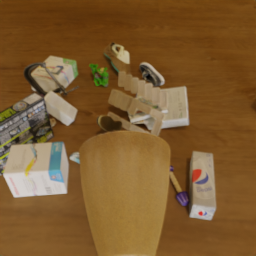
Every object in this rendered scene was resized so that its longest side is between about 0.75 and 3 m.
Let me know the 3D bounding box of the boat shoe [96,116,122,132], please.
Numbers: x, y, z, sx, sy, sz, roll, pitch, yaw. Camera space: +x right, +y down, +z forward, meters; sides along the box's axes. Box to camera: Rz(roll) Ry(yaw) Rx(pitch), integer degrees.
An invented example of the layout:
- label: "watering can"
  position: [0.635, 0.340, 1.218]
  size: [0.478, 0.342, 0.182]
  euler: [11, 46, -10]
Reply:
- label: "boat shoe"
  position: [-0.801, -0.129, 10.762]
  size: [0.526, 1.624, 0.594]
  euler: [5, 82, 27]

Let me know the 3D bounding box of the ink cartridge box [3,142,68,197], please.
- label: "ink cartridge box"
  position: [-2.910, 1.352, 9.116]
  size: [1.703, 1.249, 1.244]
  euler: [-3, 44, -5]

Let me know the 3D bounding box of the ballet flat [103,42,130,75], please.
- label: "ballet flat"
  position: [-0.467, -3.718, 14.603]
  size: [0.933, 0.995, 2.750]
  euler: [14, 31, -35]

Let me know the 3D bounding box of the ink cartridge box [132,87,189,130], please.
- label: "ink cartridge box"
  position: [1.390, -0.845, 11.920]
  size: [2.244, 0.486, 2.203]
  euler: [-7, 42, 15]

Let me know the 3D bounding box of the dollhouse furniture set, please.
- label: "dollhouse furniture set"
  position: [-3.520, -0.667, 12.103]
  size: [1.217, 1.359, 1.715]
  euler: [-29, 7, 28]

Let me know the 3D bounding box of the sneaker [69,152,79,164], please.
- label: "sneaker"
  position: [-1.710, 1.122, 9.985]
  size: [0.853, 0.331, 0.368]
  euler: [7, 29, 8]

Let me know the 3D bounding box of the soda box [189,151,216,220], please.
- label: "soda box"
  position: [2.368, 1.794, 9.031]
  size: [0.685, 0.737, 2.159]
  euler: [7, 44, 7]

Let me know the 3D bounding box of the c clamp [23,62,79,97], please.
- label: "c clamp"
  position: [-3.484, -2.107, 12.354]
  size: [1.745, 2.043, 0.277]
  euler: [-31, 29, 21]

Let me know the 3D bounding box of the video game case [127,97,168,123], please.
- label: "video game case"
  position: [0.718, -0.891, 11.714]
  size: [1.550, 0.184, 1.411]
  euler: [-16, 40, 0]

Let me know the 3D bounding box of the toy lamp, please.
- label: "toy lamp"
  position: [1.600, 1.883, 9.183]
  size: [0.420, 0.420, 1.442]
  euler: [-11, 45, -11]

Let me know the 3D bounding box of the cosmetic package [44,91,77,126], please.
- label: "cosmetic package"
  position: [-2.804, -0.786, 11.385]
  size: [1.365, 0.486, 0.692]
  euler: [38, 36, -25]

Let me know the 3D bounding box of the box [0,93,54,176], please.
- label: "box"
  position: [-3.866, 0.195, 9.824]
  size: [0.547, 1.981, 2.473]
  euler: [29, 51, 26]

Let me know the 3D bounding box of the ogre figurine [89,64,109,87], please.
- label: "ogre figurine"
  position: [-1.371, -2.502, 13.422]
  size: [1.442, 0.864, 0.707]
  euler: [18, 46, 29]

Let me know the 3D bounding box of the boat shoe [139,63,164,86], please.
- label: "boat shoe"
  position: [1.006, -2.617, 13.850]
  size: [0.596, 0.631, 1.760]
  euler: [-24, 56, -25]

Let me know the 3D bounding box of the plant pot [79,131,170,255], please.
- label: "plant pot"
  position: [-0.078, 2.009, 7.687]
  size: [2.742, 2.742, 2.943]
  euler: [-1, 57, -1]

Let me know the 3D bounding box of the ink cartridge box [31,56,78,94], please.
- label: "ink cartridge box"
  position: [-3.564, -2.531, 13.523]
  size: [1.458, 0.878, 2.007]
  euler: [15, 47, 15]

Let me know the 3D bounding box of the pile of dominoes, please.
- label: "pile of dominoes"
  position: [0.411, -0.873, 11.169]
  size: [2.692, 2.098, 0.429]
  euler: [29, 18, 29]
